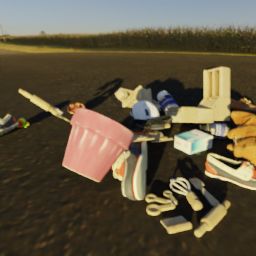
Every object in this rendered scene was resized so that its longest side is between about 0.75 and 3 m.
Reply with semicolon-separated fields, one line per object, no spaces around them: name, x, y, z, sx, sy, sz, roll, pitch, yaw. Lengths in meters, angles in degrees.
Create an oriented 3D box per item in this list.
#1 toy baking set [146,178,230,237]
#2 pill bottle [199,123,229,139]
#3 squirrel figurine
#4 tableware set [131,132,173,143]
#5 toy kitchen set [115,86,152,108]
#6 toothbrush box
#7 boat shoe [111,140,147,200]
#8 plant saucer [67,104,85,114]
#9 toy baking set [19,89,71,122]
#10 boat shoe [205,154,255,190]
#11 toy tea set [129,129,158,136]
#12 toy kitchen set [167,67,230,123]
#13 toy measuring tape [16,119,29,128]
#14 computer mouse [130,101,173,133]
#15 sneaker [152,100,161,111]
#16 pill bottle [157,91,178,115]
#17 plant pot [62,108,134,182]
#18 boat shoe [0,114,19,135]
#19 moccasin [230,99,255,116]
toy baking set;1.366;1.620;6.274;2.161;0.251;1.658;-18;27;-40
pill bottle;3.101;0.112;10.137;0.973;0.544;0.544;1;20;5
squirrel figurine;3.834;0.433;8.121;1.860;1.316;1.736;6;21;16
tableware set;0.014;0.360;8.928;2.171;0.302;2.599;-6;3;-44
toy kitchen set;0.150;-1.020;12.882;1.262;1.396;1.547;10;-28;-31
toothbrush box;2.166;0.462;9.310;1.035;0.441;0.758;-11;23;-32
boat shoe;0.027;0.962;7.117;0.872;0.992;2.788;-1;17;5
plant saucer;-2.407;-0.867;12.933;0.796;0.128;0.796;1;38;-1
toy baking set;-3.255;-0.911;11.245;2.271;0.264;1.743;33;0;-7
boat shoe;2.904;1.125;7.280;1.784;0.558;0.635;12;21;28
toy tea set;0.476;0.159;9.795;1.505;0.557;0.895;13;31;-49
toy kitchen set;2.428;-1.235;10.946;2.323;2.096;1.895;0;1;-30
toy measuring tape;-4.491;-0.219;11.354;0.994;0.366;0.366;4;20;9
computer mouse;0.530;-0.476;8.893;1.266;0.506;2.308;-9;20;-7
sneaker;1.117;-1.144;13.717;1.190;0.479;0.455;15;35;41
pill bottle;1.804;-1.143;12.931;0.668;0.668;1.154;-8;47;-21
plant pot;-0.818;0.459;6.617;1.512;1.353;1.512;25;-9;4
boat shoe;-4.676;-0.063;10.285;0.633;0.556;1.777;-34;9;15
moccasin;5.224;-1.025;12.888;0.725;0.765;1.982;33;-10;-39
